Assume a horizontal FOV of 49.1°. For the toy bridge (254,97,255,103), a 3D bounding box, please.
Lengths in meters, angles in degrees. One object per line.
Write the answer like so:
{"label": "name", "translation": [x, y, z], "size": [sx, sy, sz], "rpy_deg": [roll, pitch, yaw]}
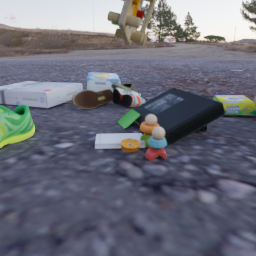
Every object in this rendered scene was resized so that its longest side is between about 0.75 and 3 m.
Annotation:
{"label": "toy bridge", "translation": [5.800, -1.061, 10.961], "size": [1.638, 0.223, 0.550], "rpy_deg": [4, 17, 12]}

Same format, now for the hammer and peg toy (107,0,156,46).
{"label": "hammer and peg toy", "translation": [0.209, -3.884, 9.230], "size": [0.995, 2.076, 2.823], "rpy_deg": [17, 3, 6]}

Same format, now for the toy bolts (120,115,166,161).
{"label": "toy bolts", "translation": [0.372, 0.175, 5.838], "size": [0.931, 0.676, 0.975], "rpy_deg": [-9, 29, -25]}

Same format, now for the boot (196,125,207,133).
{"label": "boot", "translation": [1.718, -0.152, 7.739], "size": [0.767, 0.346, 0.936], "rpy_deg": [-2, 24, 0]}

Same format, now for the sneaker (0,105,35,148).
{"label": "sneaker", "translation": [-3.007, 0.001, 6.154], "size": [0.851, 0.960, 2.298], "rpy_deg": [7, 19, 18]}

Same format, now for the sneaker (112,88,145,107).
{"label": "sneaker", "translation": [0.005, -1.135, 10.748], "size": [0.786, 0.592, 1.682], "rpy_deg": [0, 16, -30]}

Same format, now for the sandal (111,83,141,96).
{"label": "sandal", "translation": [0.004, -1.679, 11.893], "size": [0.721, 0.518, 1.816], "rpy_deg": [10, -4, 33]}

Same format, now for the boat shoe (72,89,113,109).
{"label": "boat shoe", "translation": [-1.393, -1.042, 10.361], "size": [0.691, 0.690, 1.868], "rpy_deg": [-4, 5, 41]}

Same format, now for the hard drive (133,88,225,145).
{"label": "hard drive", "translation": [1.191, -0.423, 7.563], "size": [1.655, 0.390, 2.371], "rpy_deg": [-28, 23, -9]}

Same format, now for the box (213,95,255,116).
{"label": "box", "translation": [3.639, -0.783, 9.667], "size": [1.118, 0.461, 1.906], "rpy_deg": [2, 18, 6]}

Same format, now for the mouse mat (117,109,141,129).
{"label": "mouse mat", "translation": [0.010, -0.265, 8.027], "size": [0.627, 0.029, 0.779], "rpy_deg": [-41, 25, -3]}

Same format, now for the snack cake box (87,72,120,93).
{"label": "snack cake box", "translation": [-1.169, -2.068, 13.171], "size": [1.418, 0.829, 2.466], "rpy_deg": [0, 17, -6]}

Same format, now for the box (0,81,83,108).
{"label": "box", "translation": [-3.700, -1.431, 11.381], "size": [2.965, 0.610, 2.312], "rpy_deg": [5, 19, 24]}

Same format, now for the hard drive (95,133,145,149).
{"label": "hard drive", "translation": [-0.199, 0.297, 6.588], "size": [1.115, 0.149, 0.736], "rpy_deg": [-1, 17, -4]}

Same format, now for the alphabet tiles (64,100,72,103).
{"label": "alphabet tiles", "translation": [-2.432, -1.202, 11.721], "size": [1.666, 0.063, 1.393], "rpy_deg": [-3, 17, -9]}
